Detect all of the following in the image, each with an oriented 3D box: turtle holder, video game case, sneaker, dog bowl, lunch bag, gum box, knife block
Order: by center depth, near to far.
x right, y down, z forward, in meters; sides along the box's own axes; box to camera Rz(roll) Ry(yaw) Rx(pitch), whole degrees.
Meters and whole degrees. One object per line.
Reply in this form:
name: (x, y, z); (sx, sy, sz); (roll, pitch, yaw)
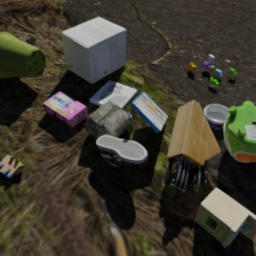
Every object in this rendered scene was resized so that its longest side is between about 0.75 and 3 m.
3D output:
knife block: (1.877, 0.708, 9.546); (2.438, 0.889, 2.778); (-21, 86, -34)
sneaker: (-0.166, 0.931, 9.986); (2.169, 0.861, 0.851); (19, 48, 40)
turtle holder: (4.345, 0.135, 10.430); (1.918, 1.792, 2.524); (-15, 46, -13)
video game case: (0.873, -0.659, 11.079); (1.470, 0.183, 2.054); (45, 24, -2)
lunch bag: (-0.717, -0.176, 11.303); (1.318, 1.095, 1.571); (36, 54, 13)
dog bowl: (3.785, -0.476, 11.989); (1.139, 0.449, 1.139); (0, 44, 0)
gum box: (-2.685, -0.771, 12.162); (1.773, 0.586, 1.006); (30, 54, 26)
video game case: (-0.674, -1.502, 13.187); (1.588, 0.207, 1.745); (22, 49, 21)

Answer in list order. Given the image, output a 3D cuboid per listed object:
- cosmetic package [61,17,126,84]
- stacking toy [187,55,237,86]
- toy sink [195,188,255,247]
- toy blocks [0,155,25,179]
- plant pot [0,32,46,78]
cosmetic package: (-1.681, -3.997, 14.330); (2.090, 2.103, 2.513); (35, 55, 28)
stacking toy: (4.348, -2.937, 14.491); (1.555, 0.484, 2.062); (-28, 53, -23)
toy sink: (2.925, 2.800, 8.300); (0.897, 1.043, 1.601); (-35, 55, -30)
toy blocks: (-4.290, 1.449, 10.116); (0.996, 0.498, 0.681); (24, 61, 24)
plant pot: (-5.174, -3.271, 13.385); (2.121, 2.233, 2.233); (16, 47, 21)
